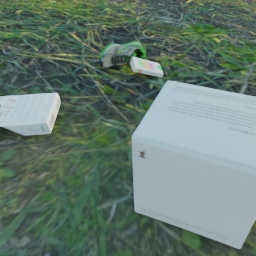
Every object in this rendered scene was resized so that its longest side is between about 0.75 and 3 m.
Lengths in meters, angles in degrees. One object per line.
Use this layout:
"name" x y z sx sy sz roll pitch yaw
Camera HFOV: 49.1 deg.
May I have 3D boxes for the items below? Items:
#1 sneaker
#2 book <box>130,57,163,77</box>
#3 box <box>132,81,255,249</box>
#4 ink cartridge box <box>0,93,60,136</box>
"sneaker" -0.203 -2.787 10.684 2.041 0.796 0.869 -29 57 -23
"book" 0.680 -2.196 10.255 1.114 0.268 0.744 7 40 -19
"box" 1.507 0.671 5.677 2.335 2.347 2.010 15 43 19
"ink cartridge box" -3.124 -0.406 8.321 1.944 0.487 1.565 -5 40 4
